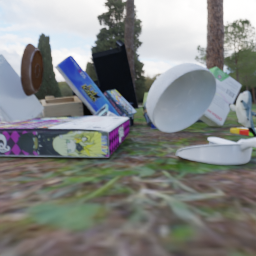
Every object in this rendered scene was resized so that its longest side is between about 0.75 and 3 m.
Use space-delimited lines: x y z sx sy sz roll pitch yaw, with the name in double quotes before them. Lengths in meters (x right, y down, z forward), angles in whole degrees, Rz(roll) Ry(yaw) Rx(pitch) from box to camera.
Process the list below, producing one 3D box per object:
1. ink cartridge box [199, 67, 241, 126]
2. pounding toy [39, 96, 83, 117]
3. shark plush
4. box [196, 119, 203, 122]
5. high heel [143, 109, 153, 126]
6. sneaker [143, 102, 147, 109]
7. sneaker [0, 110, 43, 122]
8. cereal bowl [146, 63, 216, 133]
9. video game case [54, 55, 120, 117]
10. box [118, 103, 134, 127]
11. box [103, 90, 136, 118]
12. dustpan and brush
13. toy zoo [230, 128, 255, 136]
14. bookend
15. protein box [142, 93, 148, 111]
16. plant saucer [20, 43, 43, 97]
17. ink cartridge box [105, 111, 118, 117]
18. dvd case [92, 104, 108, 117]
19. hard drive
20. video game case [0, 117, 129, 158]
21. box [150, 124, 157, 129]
"ink cartridge box" 3.327 -1.168 10.925 1.359 1.870 0.818 30 -11 -16
"pounding toy" -2.863 -0.595 10.777 1.945 1.013 2.214 -8 16 -17
"shark plush" 2.682 -0.273 6.149 0.436 1.047 0.476 -20 -13 -17
"box" 3.364 -1.018 14.892 2.430 1.301 1.804 2 6 36
"high heel" 1.181 -0.818 11.190 0.510 1.429 1.018 40 20 -30
"sneaker" 1.027 -1.054 12.063 0.425 0.356 0.961 6 32 23
"sneaker" -4.614 -0.351 11.036 2.571 0.963 1.281 -2 24 -21
"cereal bowl" 1.502 -1.008 8.536 2.281 2.281 0.950 -3 42 -32
"video game case" -1.452 -1.248 9.819 0.612 2.694 2.442 -40 19 -7
"box" -0.272 -0.558 11.495 0.934 0.942 0.580 1 9 10
"box" -0.316 -0.860 10.103 0.224 1.187 0.810 -47 -10 27
"dustpan and brush" 1.616 0.312 4.284 1.177 0.482 1.686 -2 5 -19
"toy zoo" 3.786 0.116 8.550 0.893 0.139 1.361 -2 5 -18
"bookend" -1.282 -1.936 11.967 2.829 2.811 1.303 -16 26 -5
"protein box" 1.347 -1.053 12.949 1.156 0.780 1.147 -5 38 14
"plant saucer" -2.734 -1.658 8.108 0.261 1.515 1.515 5 5 -2
"ink cartridge box" -0.564 -0.132 8.235 0.362 0.615 1.068 29 1 -9
"dvd case" -0.999 -0.268 8.488 1.007 0.111 0.735 -42 18 13
"hard drive" -3.428 -1.005 8.083 0.261 1.990 1.313 -19 27 29
"video game case" -1.441 0.101 6.079 2.669 0.527 2.944 0 6 6
"box" 1.315 -0.121 10.537 0.708 0.189 1.168 -3 5 21
